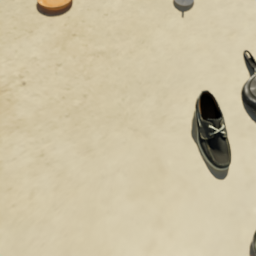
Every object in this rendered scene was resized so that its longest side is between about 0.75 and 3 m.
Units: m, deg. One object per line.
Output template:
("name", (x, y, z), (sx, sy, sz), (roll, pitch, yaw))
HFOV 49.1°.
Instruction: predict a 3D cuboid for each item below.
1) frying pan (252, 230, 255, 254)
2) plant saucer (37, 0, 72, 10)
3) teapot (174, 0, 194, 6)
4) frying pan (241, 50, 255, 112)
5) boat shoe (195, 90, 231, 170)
("frying pan", (3.664, 2.604, 7.020), (1.128, 0.304, 1.865), (12, 60, 6))
("plant saucer", (-2.986, -5.332, 11.490), (1.502, 0.281, 1.502), (0, 60, 1))
("teapot", (2.312, -5.489, 11.334), (0.948, 0.702, 0.961), (-35, 67, -18))
("frying pan", (4.572, -1.685, 9.065), (1.695, 0.456, 2.801), (0, 61, 27))
("boat shoe", (2.438, 0.045, 8.121), (0.849, 0.800, 2.365), (-9, 70, 1))
